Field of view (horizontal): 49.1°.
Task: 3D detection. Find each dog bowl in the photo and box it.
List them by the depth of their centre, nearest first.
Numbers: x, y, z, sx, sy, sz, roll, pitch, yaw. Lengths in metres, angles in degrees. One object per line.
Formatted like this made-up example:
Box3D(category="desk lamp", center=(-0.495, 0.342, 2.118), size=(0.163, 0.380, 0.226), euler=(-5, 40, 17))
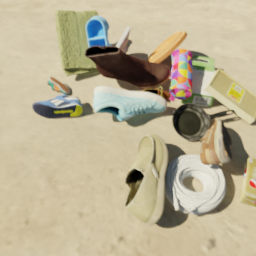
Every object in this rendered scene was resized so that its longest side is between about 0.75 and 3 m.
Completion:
Box3D(category="dog bowl", center=(-1.198, -3.560, 11.153), size=(0.939, 1.685, 0.418), euler=(-3, 18, 15))

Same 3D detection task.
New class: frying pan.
Box3D(category="frying pan", center=(2.548, -0.450, 10.021), size=(2.253, 0.367, 1.363), euler=(-35, 83, -14))

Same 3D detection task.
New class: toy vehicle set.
Box3D(category="toy vehicle set", center=(3.965, -1.226, 10.490), size=(2.086, 0.276, 1.296), euler=(38, 53, 3))

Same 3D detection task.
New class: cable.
Box3D(category="cable", center=(1.991, 1.692, 8.481), size=(1.839, 0.637, 1.838), euler=(-10, 51, -9))

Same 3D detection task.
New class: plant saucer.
Box3D(category="plant saucer", center=(1.546, -3.324, 11.683), size=(0.332, 2.056, 2.056), euler=(46, 56, -16))

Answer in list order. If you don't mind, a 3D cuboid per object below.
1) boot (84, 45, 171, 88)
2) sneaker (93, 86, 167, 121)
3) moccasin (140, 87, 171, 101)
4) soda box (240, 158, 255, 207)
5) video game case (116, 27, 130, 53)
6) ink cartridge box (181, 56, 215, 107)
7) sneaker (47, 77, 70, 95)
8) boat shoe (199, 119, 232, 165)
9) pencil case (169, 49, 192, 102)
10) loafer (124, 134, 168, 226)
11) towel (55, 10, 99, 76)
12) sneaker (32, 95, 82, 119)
Box3D(category="boot", center=(0.048, -2.227, 10.100), size=(2.734, 2.275, 0.989), euler=(4, 82, 17))
Box3D(category="sneaker", center=(0.059, -0.684, 10.130), size=(2.729, 1.009, 1.118), euler=(7, 68, -6))
Box3D(category="moccasin", center=(1.079, -1.299, 10.726), size=(1.322, 0.510, 0.484), euler=(7, 74, -24))
Box3D(category="soda box", center=(3.800, 1.649, 8.605), size=(0.454, 0.481, 1.419), euler=(16, 53, 13))
Box3D(category="video game case", center=(-0.329, -3.095, 11.352), size=(0.157, 1.742, 1.248), euler=(27, 72, 1))
Box3D(category="ink cartridge box", center=(2.826, -1.913, 11.259), size=(1.161, 0.663, 2.237), euler=(9, 54, 6))
Box3D(category="sneaker", center=(-2.797, -1.605, 11.253), size=(1.010, 0.404, 0.360), euler=(38, 35, 2))
Box3D(category="boat shoe", center=(2.723, 0.421, 8.950), size=(0.906, 0.955, 2.523), euler=(-25, 7, 26))
Box3D(category="pencil case", center=(1.934, -1.969, 10.351), size=(0.860, 0.860, 1.945), euler=(7, 64, 6))
Box3D(category="loafer", center=(0.486, 1.284, 8.186), size=(1.006, 1.115, 2.947), euler=(24, 44, -20))
Box3D(category="towel", center=(-1.978, -3.572, 11.735), size=(2.033, 0.500, 2.741), euler=(-9, 90, -24))
Box3D(category="sneaker", center=(-2.618, -0.823, 10.462), size=(1.839, 0.680, 0.756), euler=(0, 47, -5))
